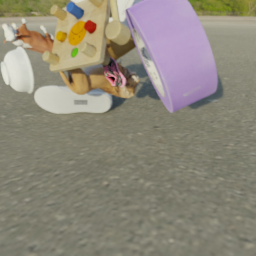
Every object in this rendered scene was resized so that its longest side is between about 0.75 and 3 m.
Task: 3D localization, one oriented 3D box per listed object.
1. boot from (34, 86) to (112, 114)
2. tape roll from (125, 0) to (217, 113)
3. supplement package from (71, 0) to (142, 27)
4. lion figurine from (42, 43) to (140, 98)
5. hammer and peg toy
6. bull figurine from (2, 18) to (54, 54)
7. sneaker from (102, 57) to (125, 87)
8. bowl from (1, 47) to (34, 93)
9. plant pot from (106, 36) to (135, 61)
[{"bbox_3d":[-2.086,-1.197,11.198,2.938,1.080,1.404,7,19,-3],"label":"boot"},{"bbox_3d":[0.978,-1.781,6.710,1.131,2.661,2.661,-25,27,4],"label":"tape roll"},{"bbox_3d":[-0.635,-3.853,8.464,1.792,1.047,1.051,31,18,4],"label":"supplement package"},{"bbox_3d":[-0.935,-1.419,7.793,2.646,1.620,0.959,-19,11,-32],"label":"lion figurine"},{"bbox_3d":[-0.805,-2.146,6.100,2.287,1.682,0.806,-2,-13,36],"label":"hammer and peg toy"},{"bbox_3d":[-3.771,-3.477,10.721,2.273,0.740,1.380,16,47,-45],"label":"bull figurine"},{"bbox_3d":[-0.459,-1.438,7.184,0.451,0.374,0.945,-23,76,-46],"label":"sneaker"},{"bbox_3d":[-2.725,-1.346,6.761,0.508,1.130,1.130,-18,31,-31],"label":"bowl"},{"bbox_3d":[-0.313,-3.757,10.739,2.320,2.162,2.162,-23,30,-8],"label":"plant pot"}]
